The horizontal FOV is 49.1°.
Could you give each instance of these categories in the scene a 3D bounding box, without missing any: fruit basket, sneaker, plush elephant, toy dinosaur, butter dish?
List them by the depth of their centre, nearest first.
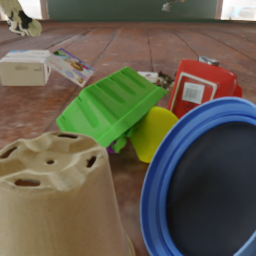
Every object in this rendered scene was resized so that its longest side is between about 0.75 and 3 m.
[{"bbox_3d":[0.852,-2.555,5.062,0.618,0.750,0.581,21,56,-11],"label":"plush elephant"},{"bbox_3d":[0.143,0.039,6.723,2.918,2.105,2.918,28,40,-28],"label":"fruit basket"},{"bbox_3d":[2.222,-0.608,7.547,1.555,2.098,2.104,1,21,-30],"label":"butter dish"},{"bbox_3d":[-3.301,-3.148,7.955,0.982,0.602,1.509,3,-21,38],"label":"sneaker"},{"bbox_3d":[1.946,-1.695,11.014,2.631,1.013,1.345,-12,41,-38],"label":"toy dinosaur"}]

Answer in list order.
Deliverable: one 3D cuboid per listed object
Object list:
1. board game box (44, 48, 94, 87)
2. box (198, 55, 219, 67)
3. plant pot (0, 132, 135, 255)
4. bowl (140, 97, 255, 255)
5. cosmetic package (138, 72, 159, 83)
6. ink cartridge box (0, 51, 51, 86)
[{"bbox_3d":[-2.522,-2.709,12.381,1.856,0.382,1.852,31,25,-10],"label":"board game box"},{"bbox_3d":[3.442,-2.509,12.243,0.337,1.067,1.353,-5,27,-10],"label":"box"},{"bbox_3d":[-0.922,1.184,3.729,2.094,1.917,2.094,0,26,0],"label":"plant pot"},{"bbox_3d":[1.125,0.811,4.093,0.509,2.592,2.592,27,17,-23],"label":"bowl"},{"bbox_3d":[0.844,-2.321,12.783,1.017,0.263,0.767,7,24,14],"label":"cosmetic package"},{"bbox_3d":[-4.578,-2.760,12.713,1.832,1.057,2.526,-1,26,-9],"label":"ink cartridge box"}]
